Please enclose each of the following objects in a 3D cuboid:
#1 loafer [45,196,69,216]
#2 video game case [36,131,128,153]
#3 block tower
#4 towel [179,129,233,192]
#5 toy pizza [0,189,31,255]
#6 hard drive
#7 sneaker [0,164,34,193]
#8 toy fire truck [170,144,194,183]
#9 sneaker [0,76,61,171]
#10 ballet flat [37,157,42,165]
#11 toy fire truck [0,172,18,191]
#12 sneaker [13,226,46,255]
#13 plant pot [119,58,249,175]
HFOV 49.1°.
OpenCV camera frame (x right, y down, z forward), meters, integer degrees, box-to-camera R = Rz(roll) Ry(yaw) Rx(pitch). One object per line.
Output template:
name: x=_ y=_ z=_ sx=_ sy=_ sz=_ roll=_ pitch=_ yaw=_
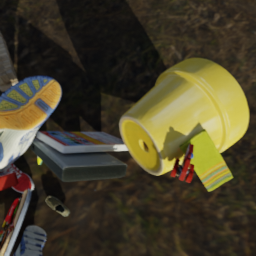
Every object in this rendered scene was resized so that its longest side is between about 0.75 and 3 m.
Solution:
loafer: x=-1.941 y=2.106 z=7.641 sx=0.778 sy=0.271 sz=0.293 roll=28 pitch=69 yaw=16
video game case: x=-1.153 y=0.357 z=7.628 sx=2.164 sy=0.189 sz=1.547 roll=2 pitch=12 yaw=-41
block tower: x=-4.600 y=-2.483 z=10.054 sx=0.663 sy=0.710 sz=2.455 roll=-22 pitch=64 yaw=-12
towel: x=1.836 y=0.799 z=6.483 sx=0.707 sy=1.644 sz=0.148 roll=-36 pitch=29 yaw=2
toy pizza: x=-2.735 y=2.316 z=6.395 sx=0.311 sy=1.964 sz=1.964 roll=24 pitch=60 yaw=-17
hard drive: x=-1.349 y=0.757 z=7.210 sx=1.646 sy=0.388 sz=2.359 roll=3 pitch=12 yaw=-36
sneaker: x=-3.342 y=1.219 z=7.892 sx=1.545 sy=0.869 sz=0.550 roll=35 pitch=66 yaw=18
toy fire truck: x=1.193 y=0.723 z=5.811 sx=0.425 sy=0.636 sz=0.758 roll=20 pitch=24 yaw=9
sneaker: x=-2.730 y=-0.075 z=6.926 sx=1.098 sy=1.286 sz=2.917 roll=44 pitch=89 yaw=5
ballet flat: x=-2.576 y=0.706 z=8.390 sx=0.263 sy=0.262 sz=0.784 roll=31 pitch=75 yaw=-21
toy fire truck: x=-4.224 y=1.515 z=6.534 sx=2.591 sy=2.176 sz=1.453 roll=-13 pitch=92 yaw=-49
sneaker: x=-2.446 y=3.281 z=6.582 sx=0.713 sy=1.766 sz=1.020 roll=24 pitch=106 yaw=-13
plant pot: x=1.236 y=-0.126 z=7.254 sx=2.476 sy=2.631 sz=2.631 roll=-32 pitch=66 yaw=-23
